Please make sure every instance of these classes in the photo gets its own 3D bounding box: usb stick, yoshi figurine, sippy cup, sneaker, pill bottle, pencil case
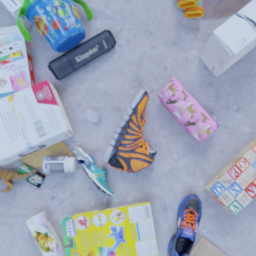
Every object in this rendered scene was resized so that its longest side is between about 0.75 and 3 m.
[{"bbox_3d":[-1.613,-2.606,9.968,2.617,0.427,0.726,-34,111,-12],"label":"usb stick"},{"bbox_3d":[2.611,-5.493,10.329,1.436,1.442,2.565,10,77,-14],"label":"yoshi figurine"},{"bbox_3d":[-2.437,-3.710,9.797,2.420,1.900,1.774,-31,93,5],"label":"sippy cup"},{"bbox_3d":[1.903,3.229,8.917,0.841,0.876,2.233,15,80,2],"label":"sneaker"},{"bbox_3d":[-2.296,1.243,9.432,1.003,0.570,0.570,-1,80,1],"label":"pill bottle"},{"bbox_3d":[-1.605,0.977,9.409,0.994,0.383,0.423,25,65,35],"label":"sneaker"},{"bbox_3d":[0.370,0.228,9.232,1.581,1.095,2.822,25,109,-4],"label":"sneaker"},{"bbox_3d":[-0.935,1.654,9.361,0.582,0.566,1.462,-36,76,-17],"label":"sneaker"},{"bbox_3d":[2.021,-0.608,9.554,1.000,0.957,2.310,-42,81,2],"label":"pencil case"}]

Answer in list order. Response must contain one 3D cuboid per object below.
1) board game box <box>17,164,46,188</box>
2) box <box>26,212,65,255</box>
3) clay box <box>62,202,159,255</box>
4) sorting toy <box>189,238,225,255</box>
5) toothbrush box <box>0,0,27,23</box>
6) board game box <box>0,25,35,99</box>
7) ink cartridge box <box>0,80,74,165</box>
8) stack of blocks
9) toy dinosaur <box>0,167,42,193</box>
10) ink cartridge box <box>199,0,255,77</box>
[{"bbox_3d":[-3.328,1.642,9.600,0.927,0.109,0.486,28,83,5],"label":"board game box"},{"bbox_3d":[-2.308,4.062,8.912,0.552,0.591,2.852,-30,82,-9],"label":"box"},{"bbox_3d":[-0.573,3.429,8.955,2.864,0.682,1.646,-9,78,0],"label":"clay box"},{"bbox_3d":[2.541,4.447,9.045,1.358,0.248,1.257,38,82,2],"label":"sorting toy"},{"bbox_3d":[-3.763,-5.177,10.417,2.085,0.898,1.518,-40,83,-8],"label":"toothbrush box"},{"bbox_3d":[-4.479,-2.332,10.089,1.921,0.506,2.510,-10,80,-2],"label":"board game box"},{"bbox_3d":[-3.433,-0.146,9.392,2.637,1.129,1.946,-23,81,-3],"label":"ink cartridge box"},{"bbox_3d":[4.048,1.652,9.245,2.662,0.780,1.533,-42,82,-7],"label":"stack of blocks"},{"bbox_3d":[-3.932,1.674,9.374,1.798,0.543,0.955,7,79,1],"label":"toy dinosaur"},{"bbox_3d":[3.880,-3.170,9.540,2.614,1.909,1.102,-38,81,-7],"label":"ink cartridge box"}]
